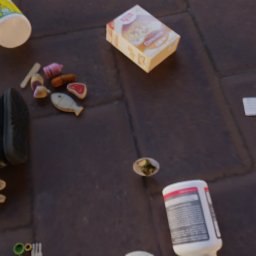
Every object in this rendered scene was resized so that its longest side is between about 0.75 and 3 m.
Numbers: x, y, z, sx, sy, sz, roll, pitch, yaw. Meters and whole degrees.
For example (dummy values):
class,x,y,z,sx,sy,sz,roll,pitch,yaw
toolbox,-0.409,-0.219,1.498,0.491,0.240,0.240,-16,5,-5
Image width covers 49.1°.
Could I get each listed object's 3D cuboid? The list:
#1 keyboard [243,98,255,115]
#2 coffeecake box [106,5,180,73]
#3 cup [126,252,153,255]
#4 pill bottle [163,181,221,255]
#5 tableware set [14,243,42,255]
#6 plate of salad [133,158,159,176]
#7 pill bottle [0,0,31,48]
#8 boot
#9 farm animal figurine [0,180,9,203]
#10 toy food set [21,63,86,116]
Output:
class,x,y,z,sx,sy,sz,roll,pitch,yaw
keyboard,5.425,-0.802,10.245,2.354,0.126,0.663,-2,66,0
coffeecake box,0.548,-3.513,10.938,2.260,0.826,1.735,42,66,15
cup,0.325,4.197,7.468,1.655,1.184,1.655,0,66,0
pill bottle,1.855,2.835,7.978,1.335,1.335,2.412,-7,66,-3
tableware set,-2.966,3.999,8.095,0.852,0.194,1.265,-4,67,-1
plate of salad,0.580,1.284,8.960,0.831,0.831,0.200,0,40,0
pill bottle,-5.165,-4.535,11.157,1.450,1.450,2.571,-36,71,-15
boot,-4.621,0.136,9.277,2.296,1.156,3.072,-16,54,6
farm animal figurine,-4.442,2.067,8.762,1.278,0.643,1.032,-33,89,-17
toy food set,-2.658,-1.635,10.430,2.580,0.406,1.640,22,68,8
